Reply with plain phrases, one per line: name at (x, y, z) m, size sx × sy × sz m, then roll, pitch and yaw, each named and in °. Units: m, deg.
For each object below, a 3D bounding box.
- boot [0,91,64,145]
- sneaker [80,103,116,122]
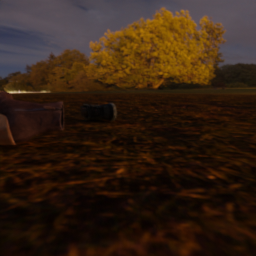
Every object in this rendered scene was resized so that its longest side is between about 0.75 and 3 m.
boot at (-2.977, -0.455, 8.363) m, size 2.110 × 0.918 × 2.537 m, roll -12°, pitch 38°, yaw -7°
sneaker at (-1.387, -0.684, 12.724) m, size 1.269 × 0.847 × 2.216 m, roll -7°, pitch 8°, yaw -29°
